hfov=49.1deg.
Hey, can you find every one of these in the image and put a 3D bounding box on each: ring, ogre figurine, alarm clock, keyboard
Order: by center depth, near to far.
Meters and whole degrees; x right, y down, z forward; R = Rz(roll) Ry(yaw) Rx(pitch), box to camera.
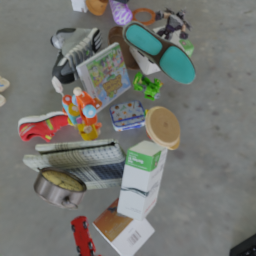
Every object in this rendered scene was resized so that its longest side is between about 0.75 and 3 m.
[{"bbox_3d":[-1.380,1.315,5.797,1.063,1.576,0.525,23,92,-29],"label":"alarm clock"},{"bbox_3d":[4.026,2.908,6.656,2.895,0.574,1.507,-34,62,3],"label":"keyboard"},{"bbox_3d":[0.507,-1.128,7.576,0.743,1.240,0.608,28,92,-10],"label":"ogre figurine"},{"bbox_3d":[0.651,-4.737,11.990,1.121,0.108,1.121,0,58,0],"label":"ring"}]

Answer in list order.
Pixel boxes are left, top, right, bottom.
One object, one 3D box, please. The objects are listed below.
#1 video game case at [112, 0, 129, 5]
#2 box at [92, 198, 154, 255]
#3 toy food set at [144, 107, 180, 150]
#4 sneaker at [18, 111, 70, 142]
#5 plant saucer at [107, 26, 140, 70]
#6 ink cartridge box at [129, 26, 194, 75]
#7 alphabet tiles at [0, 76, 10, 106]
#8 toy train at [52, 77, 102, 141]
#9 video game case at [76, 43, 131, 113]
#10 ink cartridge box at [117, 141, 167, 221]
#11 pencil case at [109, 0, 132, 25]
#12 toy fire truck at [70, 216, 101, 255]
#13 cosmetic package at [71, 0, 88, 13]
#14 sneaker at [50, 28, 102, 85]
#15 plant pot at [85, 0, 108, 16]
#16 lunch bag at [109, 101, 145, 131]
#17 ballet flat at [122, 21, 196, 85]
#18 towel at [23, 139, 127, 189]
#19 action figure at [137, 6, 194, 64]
[{"bbox_3d":[-0.728,-6.363,11.830,2.436,0.344,2.695,20,56,7],"label":"video game case"},{"bbox_3d":[-0.148,2.417,6.837,0.951,1.249,0.664,-42,111,-19],"label":"box"},{"bbox_3d":[0.691,-0.024,5.571,0.883,0.215,0.874,12,65,-28],"label":"toy food set"},{"bbox_3d":[-2.457,0.016,8.900,1.986,0.765,0.843,-11,74,0],"label":"sneaker"},{"bbox_3d":[-0.123,-2.867,10.290,1.783,0.326,1.783,22,56,-36],"label":"plant saucer"},{"bbox_3d":[1.206,-2.930,10.358,1.907,0.804,1.393,-21,66,-19],"label":"ink cartridge box"},{"bbox_3d":[-5.457,-1.207,9.836,2.321,0.169,2.270,34,65,18],"label":"alphabet tiles"},{"bbox_3d":[-1.191,-0.544,7.347,0.667,1.802,2.399,-25,35,-21],"label":"toy train"},{"bbox_3d":[-0.701,-1.600,8.949,0.195,1.608,1.766,16,46,40],"label":"video game case"},{"bbox_3d":[0.331,1.133,6.237,0.614,1.084,1.478,14,103,21],"label":"ink cartridge box"},{"bbox_3d":[-0.341,-5.252,11.868,0.804,0.818,1.915,15,51,-41],"label":"pencil case"},{"bbox_3d":[-0.868,2.525,6.039,0.319,0.923,1.309,-16,81,-3],"label":"toy fire truck"},{"bbox_3d":[-1.886,-6.008,12.298,0.650,0.893,1.757,15,59,10],"label":"cosmetic package"},{"bbox_3d":[-2.329,-2.780,10.359,1.719,1.117,2.977,18,51,16],"label":"sneaker"},{"bbox_3d":[-1.252,-5.317,11.789,0.894,0.626,0.894,13,67,-34],"label":"plant pot"},{"bbox_3d":[0.019,-0.386,9.196,1.171,0.442,0.938,-13,62,-7],"label":"lunch bag"},{"bbox_3d":[0.957,-2.252,8.238,2.558,0.862,0.815,34,20,-15],"label":"ballet flat"},{"bbox_3d":[-1.057,0.974,6.926,2.317,2.231,0.400,-9,57,11],"label":"towel"},{"bbox_3d":[1.272,-3.129,9.235,1.393,0.743,2.141,38,90,12],"label":"action figure"}]
